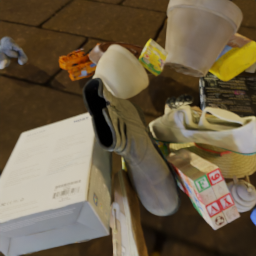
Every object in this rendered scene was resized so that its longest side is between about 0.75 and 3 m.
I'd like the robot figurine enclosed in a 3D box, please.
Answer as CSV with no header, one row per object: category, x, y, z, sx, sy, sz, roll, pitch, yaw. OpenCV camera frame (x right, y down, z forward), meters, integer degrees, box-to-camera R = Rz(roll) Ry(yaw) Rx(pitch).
robot figurine,-1.426,-2.606,10.794,2.204,0.641,1.598,-28,55,-23

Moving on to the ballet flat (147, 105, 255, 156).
ballet flat,1.688,-0.090,6.744,2.910,1.010,1.010,9,46,33

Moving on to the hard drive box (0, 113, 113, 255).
hard drive box,-1.518,1.032,6.067,2.181,1.075,2.799,-16,35,11

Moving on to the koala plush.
koala plush,-4.759,-2.784,10.797,1.047,1.085,1.181,30,67,25

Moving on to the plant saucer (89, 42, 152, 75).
plant saucer,-0.074,-2.493,9.685,2.527,0.405,2.527,7,32,-5

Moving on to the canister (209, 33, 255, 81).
canister,3.240,-2.747,9.930,1.662,0.969,2.238,-35,42,2

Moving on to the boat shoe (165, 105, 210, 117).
boat shoe,1.952,-0.364,8.206,1.781,0.635,0.575,10,64,-9

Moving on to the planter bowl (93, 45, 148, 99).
planter bowl,-0.294,-1.224,6.961,1.350,1.350,0.909,37,74,28

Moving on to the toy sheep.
toy sheep,2.577,1.539,6.458,0.789,1.144,0.789,1,59,-1

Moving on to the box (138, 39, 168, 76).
box,0.665,-1.849,7.475,0.654,0.270,1.115,36,43,-13

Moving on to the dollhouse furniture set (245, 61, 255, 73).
dollhouse furniture set,5.005,-2.377,9.945,1.706,0.889,1.725,6,29,-7

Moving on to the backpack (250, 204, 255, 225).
backpack,2.758,1.531,4.982,0.997,0.810,0.836,-41,46,8

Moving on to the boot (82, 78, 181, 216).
boot,-0.033,0.474,5.587,0.965,1.862,2.850,-30,70,17

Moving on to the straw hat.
straw hat,2.400,0.221,7.561,2.437,1.031,2.437,3,30,-2

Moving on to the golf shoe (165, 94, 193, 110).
golf shoe,1.413,-0.650,7.469,0.827,0.391,0.322,-1,41,46

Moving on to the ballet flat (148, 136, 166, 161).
ballet flat,0.230,0.379,6.991,0.778,0.778,2.130,-14,46,-12

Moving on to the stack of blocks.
stack of blocks,1.469,1.177,5.969,0.547,1.075,1.867,-27,11,-4

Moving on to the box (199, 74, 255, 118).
box,3.700,-0.967,9.379,2.466,0.537,1.976,4,48,4

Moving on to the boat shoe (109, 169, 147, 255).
boat shoe,-0.157,1.964,5.966,0.749,0.798,2.166,-17,63,14

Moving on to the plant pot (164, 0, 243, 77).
plant pot,2.112,-2.762,8.798,2.302,2.302,1.997,19,93,16

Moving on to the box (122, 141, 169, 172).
box,0.470,0.981,7.482,1.225,0.747,1.180,-4,48,-3
